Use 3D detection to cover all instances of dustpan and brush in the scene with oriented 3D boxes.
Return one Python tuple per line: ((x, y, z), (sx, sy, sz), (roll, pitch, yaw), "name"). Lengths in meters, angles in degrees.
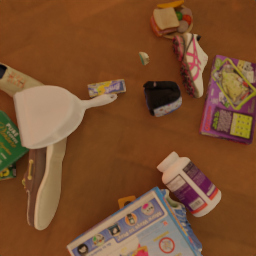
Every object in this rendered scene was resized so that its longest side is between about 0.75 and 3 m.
((-1.746, -0.597, 8.277), (2.866, 0.820, 2.000), (-21, 63, 1), "dustpan and brush")

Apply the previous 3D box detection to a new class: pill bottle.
((1.708, 1.573, 8.066), (1.021, 1.021, 1.816), (-42, 81, -8), "pill bottle")

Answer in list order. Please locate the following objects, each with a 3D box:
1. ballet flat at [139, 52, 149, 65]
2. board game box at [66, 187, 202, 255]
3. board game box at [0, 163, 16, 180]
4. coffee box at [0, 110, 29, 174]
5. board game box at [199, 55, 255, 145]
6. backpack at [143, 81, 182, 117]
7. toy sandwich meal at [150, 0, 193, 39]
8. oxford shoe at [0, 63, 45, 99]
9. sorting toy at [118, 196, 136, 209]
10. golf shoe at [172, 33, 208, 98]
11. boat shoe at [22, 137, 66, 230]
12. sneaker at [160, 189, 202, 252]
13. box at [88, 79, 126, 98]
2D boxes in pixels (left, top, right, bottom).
((0.501, -2.187, 8.653), (0.241, 0.772, 0.260), (-28, 78, 5), "ballet flat")
((0.336, 3.511, 7.326), (2.866, 0.801, 2.806), (-34, 81, 8), "board game box")
((-4.808, 1.095, 8.548), (2.588, 0.304, 1.356), (-10, 76, -2), "board game box")
((-4.119, 0.770, 8.097), (2.355, 0.518, 1.448), (-42, 92, -10), "coffee box")
((3.303, -0.916, 8.923), (1.589, 0.428, 2.648), (15, 79, -1), "board game box")
((1.101, -0.899, 8.556), (1.061, 0.858, 1.113), (-17, 63, 14), "backpack")
((1.479, -3.676, 9.399), (1.496, 0.512, 1.496), (0, 78, 0), "toy sandwich meal")
((-3.481, -1.359, 8.629), (2.455, 0.906, 0.869), (21, 79, -8), "oxford shoe")
((0.348, 3.428, 8.000), (1.665, 0.403, 2.956), (-25, 79, -5), "sorting toy")
((2.131, -2.037, 8.919), (1.015, 0.800, 2.203), (-11, 79, -3), "golf shoe")
((-2.519, 1.376, 8.128), (0.873, 1.054, 2.934), (2, 78, 15), "boat shoe")
((1.366, 2.639, 7.874), (2.054, 0.778, 0.791), (47, 110, 6), "sneaker")
((-0.671, -1.258, 8.942), (1.161, 0.373, 0.407), (-10, 92, -3), "box")
